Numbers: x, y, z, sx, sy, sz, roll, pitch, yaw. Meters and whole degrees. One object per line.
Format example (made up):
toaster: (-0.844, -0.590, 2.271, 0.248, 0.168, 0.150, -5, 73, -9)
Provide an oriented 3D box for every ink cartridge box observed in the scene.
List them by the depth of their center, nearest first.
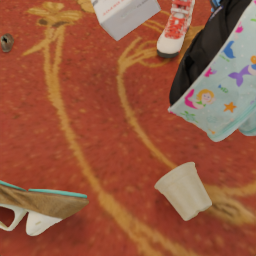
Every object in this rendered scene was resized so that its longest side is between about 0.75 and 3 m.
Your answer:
ink cartridge box: (-0.214, -3.796, 8.020, 1.541, 0.884, 2.121, -31, 58, 18)

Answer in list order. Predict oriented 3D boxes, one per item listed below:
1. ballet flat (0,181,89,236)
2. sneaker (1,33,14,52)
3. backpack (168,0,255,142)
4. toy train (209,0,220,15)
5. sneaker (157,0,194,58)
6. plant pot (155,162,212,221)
ballet flat: (-2.120, 1.609, 5.656, 2.627, 0.891, 0.950, 9, 70, 8)
sneaker: (-4.360, -3.184, 10.070, 0.380, 0.407, 1.078, -10, 50, -9)
backpack: (1.795, -0.986, 4.611, 1.900, 2.240, 2.523, 38, 42, 1)
toy train: (2.569, -3.248, 7.057, 0.996, 1.743, 0.756, -21, 88, 17)
sneaker: (1.662, -3.682, 9.840, 0.873, 1.401, 2.614, 17, 51, 15)
plant pot: (1.209, 1.359, 5.812, 0.991, 0.991, 0.907, -23, 64, -19)
